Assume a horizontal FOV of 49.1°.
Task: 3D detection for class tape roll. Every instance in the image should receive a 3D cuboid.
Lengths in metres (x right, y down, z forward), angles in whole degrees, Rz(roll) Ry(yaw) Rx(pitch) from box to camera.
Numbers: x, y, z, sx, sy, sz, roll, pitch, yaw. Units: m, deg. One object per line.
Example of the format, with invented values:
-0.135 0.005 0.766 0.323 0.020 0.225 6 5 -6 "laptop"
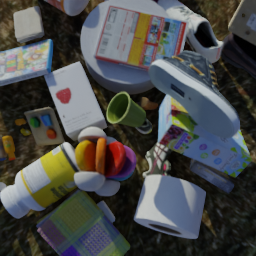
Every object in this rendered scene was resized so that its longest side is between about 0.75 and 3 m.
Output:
1.105 2.116 7.452 1.700 1.700 1.168 17 66 3 "tape roll"
0.024 -2.615 8.901 2.959 0.978 2.959 0 79 0 "tape roll"

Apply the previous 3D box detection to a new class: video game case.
0.394 -2.595 8.282 2.494 0.218 1.783 14 79 3 "video game case"
-3.526 -1.935 8.580 2.426 0.216 1.736 -14 46 3 "video game case"

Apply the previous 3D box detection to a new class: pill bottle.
-2.317 1.505 7.899 2.261 1.266 1.266 -34 80 -6 "pill bottle"
-2.472 -4.780 9.089 2.342 1.314 1.314 34 80 9 "pill bottle"

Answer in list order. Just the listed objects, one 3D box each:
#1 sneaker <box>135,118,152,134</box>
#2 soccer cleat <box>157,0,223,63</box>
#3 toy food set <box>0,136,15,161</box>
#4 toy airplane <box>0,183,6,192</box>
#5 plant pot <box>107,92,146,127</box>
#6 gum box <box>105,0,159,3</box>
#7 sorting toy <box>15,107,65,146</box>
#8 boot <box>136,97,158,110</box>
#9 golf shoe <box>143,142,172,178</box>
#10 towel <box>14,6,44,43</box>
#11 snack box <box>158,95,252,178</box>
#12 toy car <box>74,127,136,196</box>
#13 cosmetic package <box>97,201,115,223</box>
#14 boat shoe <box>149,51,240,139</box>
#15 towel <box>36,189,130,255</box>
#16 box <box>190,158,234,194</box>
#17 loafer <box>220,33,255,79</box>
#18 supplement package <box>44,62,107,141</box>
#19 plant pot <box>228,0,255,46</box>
0.111 -0.402 8.610 1.510 0.639 0.562 31 80 8 "sneaker"
1.979 -3.277 8.920 0.968 1.201 2.820 -34 81 -7 "soccer cleat"
-4.195 0.754 8.231 1.600 0.764 0.720 -14 92 -25 "toy food set"
-4.571 1.747 7.831 1.640 1.162 1.647 41 61 4 "toy airplane"
0.012 -0.335 6.488 0.715 0.752 0.752 26 76 -39 "plant pot"
0.362 -5.059 9.456 2.600 0.860 1.476 -5 78 -1 "gum box"
-2.698 0.035 8.368 1.566 0.210 1.166 -8 112 28 "sorting toy"
0.632 -0.703 8.483 0.613 0.789 0.303 5 73 -19 "boot"
0.936 0.696 8.379 0.820 0.718 1.861 6 76 13 "golf shoe"
-3.281 -3.416 9.255 0.915 0.238 1.381 -16 63 1 "towel"
1.993 0.079 7.648 2.282 1.925 0.772 24 123 -10 "snack box"
-0.511 0.905 7.649 1.440 1.920 1.680 -11 64 24 "toy car"
-1.040 2.712 8.057 1.216 0.493 0.686 -33 81 -7 "cosmetic package"
1.695 -0.919 6.282 1.165 0.908 2.567 -30 58 -22 "boat shoe"
-1.204 2.956 7.701 1.633 0.259 2.274 -41 94 -4 "towel"
2.375 1.299 8.086 1.224 0.969 0.296 31 100 7 "box"
4.298 -2.129 8.828 2.884 0.908 1.037 26 79 5 "loafer"
-1.548 -0.767 8.430 1.159 1.144 1.911 -23 79 -4 "supplement package"
3.868 -3.280 8.065 1.663 1.661 1.472 38 51 16 "plant pot"
